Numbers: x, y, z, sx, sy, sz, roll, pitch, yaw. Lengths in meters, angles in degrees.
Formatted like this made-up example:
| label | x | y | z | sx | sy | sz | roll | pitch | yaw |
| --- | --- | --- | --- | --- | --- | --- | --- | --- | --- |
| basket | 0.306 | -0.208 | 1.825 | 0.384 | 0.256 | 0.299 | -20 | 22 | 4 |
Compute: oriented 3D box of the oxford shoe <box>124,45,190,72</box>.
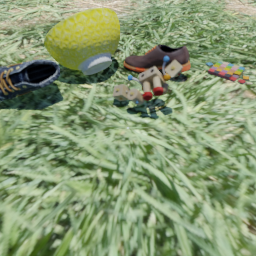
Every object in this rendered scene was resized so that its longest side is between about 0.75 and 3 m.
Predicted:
| label | x | y | z | sx | sy | sz | roll | pitch | yaw |
| --- | --- | --- | --- | --- | --- | --- | --- | --- | --- |
| oxford shoe | 0.908 | -2.401 | 9.416 | 2.376 | 0.862 | 0.846 | 6 | 37 | 25 |

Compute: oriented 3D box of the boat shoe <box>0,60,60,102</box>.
| label | x | y | z | sx | sy | sz | roll | pitch | yaw |
| --- | --- | --- | --- | --- | --- | --- | --- | --- | --- |
| boat shoe | -3.264 | -1.320 | 7.773 | 2.741 | 0.970 | 1.244 | -24 | 15 | -20 |

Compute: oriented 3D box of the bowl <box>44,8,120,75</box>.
| label | x | y | z | sx | sy | sz | roll | pitch | yaw |
| --- | --- | --- | --- | --- | --- | --- | --- | --- | --- |
| bowl | -1.273 | -2.564 | 9.165 | 2.554 | 2.554 | 1.374 | -23 | 89 | -25 |

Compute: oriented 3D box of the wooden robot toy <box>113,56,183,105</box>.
| label | x | y | z | sx | sy | sz | roll | pitch | yaw |
| --- | --- | --- | --- | --- | --- | --- | --- | --- | --- |
| wooden robot toy | 0.700 | -1.061 | 7.775 | 2.180 | 0.989 | 0.961 | -23 | 57 | 29 |

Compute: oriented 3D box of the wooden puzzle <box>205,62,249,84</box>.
| label | x | y | z | sx | sy | sz | roll | pitch | yaw |
| --- | --- | --- | --- | --- | --- | --- | --- | --- | --- |
| wooden puzzle | 3.415 | -1.980 | 9.670 | 1.635 | 0.115 | 0.969 | 26 | 47 | 28 |
